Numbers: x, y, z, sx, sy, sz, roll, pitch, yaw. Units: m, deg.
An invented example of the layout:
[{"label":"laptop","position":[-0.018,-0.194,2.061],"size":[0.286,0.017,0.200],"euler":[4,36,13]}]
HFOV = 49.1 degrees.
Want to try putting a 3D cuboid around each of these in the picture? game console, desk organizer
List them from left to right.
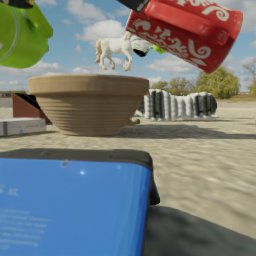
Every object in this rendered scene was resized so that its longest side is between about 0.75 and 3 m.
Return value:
[{"label":"game console","position":[-0.476,0.436,1.127],"size":[1.159,0.686,0.989],"euler":[0,36,10]},{"label":"desk organizer","position":[-2.843,-0.630,8.988],"size":[0.848,0.911,2.365],"euler":[0,5,1]}]

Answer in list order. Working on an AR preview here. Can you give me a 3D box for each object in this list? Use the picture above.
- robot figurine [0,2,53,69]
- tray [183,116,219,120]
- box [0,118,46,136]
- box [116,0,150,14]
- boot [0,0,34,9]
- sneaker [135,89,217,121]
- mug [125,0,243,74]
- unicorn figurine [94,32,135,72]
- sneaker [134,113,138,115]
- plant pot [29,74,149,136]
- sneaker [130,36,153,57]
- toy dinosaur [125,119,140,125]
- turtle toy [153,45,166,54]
[{"label":"robot figurine","position":[-2.744,-2.076,6.190],"size":[2.105,1.388,2.400],"euler":[-23,1,13]},{"label":"tray","position":[2.697,-0.388,10.647],"size":[1.427,0.158,0.766],"euler":[2,5,18]},{"label":"box","position":[-2.557,-0.032,5.591],"size":[1.098,0.290,1.408],"euler":[2,6,27]},{"label":"box","position":[-0.251,-2.118,2.734],"size":[1.128,0.979,1.845],"euler":[-46,-22,25]},{"label":"boot","position":[-1.036,-2.849,4.091],"size":[2.995,2.262,1.081],"euler":[10,35,-27]},{"label":"sneaker","position":[1.564,-0.745,10.025],"size":[2.942,1.105,1.192],"euler":[4,0,-1]},{"label":"mug","position":[1.185,-2.341,5.991],"size":[2.182,1.456,1.937],"euler":[22,-10,-5]},{"label":"unicorn figurine","position":[-0.227,-3.151,11.148],"size":[2.509,1.723,0.926],"euler":[4,15,9]},{"label":"sneaker","position":[1.285,-1.124,15.191],"size":[2.280,0.871,0.859],"euler":[3,4,28]},{"label":"plant pot","position":[-0.736,-0.429,5.613],"size":[2.345,1.082,2.345],"euler":[-1,5,0]},{"label":"sneaker","position":[0.776,-2.979,10.571],"size":[1.391,0.800,0.525],"euler":[3,-21,-13]},{"label":"toy dinosaur","position":[-0.139,-0.202,8.094],"size":[0.617,0.351,1.161],"euler":[28,-9,-38]},{"label":"turtle toy","position":[0.943,-3.156,9.070],"size":[0.762,1.508,1.099],"euler":[-30,7,-5]}]
